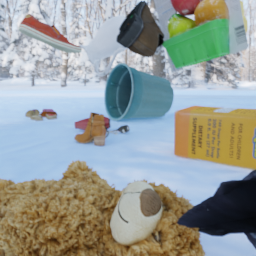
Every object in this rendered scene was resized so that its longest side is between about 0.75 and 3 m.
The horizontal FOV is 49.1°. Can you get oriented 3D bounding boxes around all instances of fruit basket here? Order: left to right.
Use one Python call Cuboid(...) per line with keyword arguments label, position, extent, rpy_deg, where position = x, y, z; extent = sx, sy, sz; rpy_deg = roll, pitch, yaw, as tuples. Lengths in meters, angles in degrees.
Cuboid(label="fruit basket", position=(1.851, -3.145, 7.600), extent=(1.304, 2.783, 2.578), rpy_deg=(-12, 2, -39))

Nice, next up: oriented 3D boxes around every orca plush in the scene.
Cuboid(label="orca plush", position=(1.654, 0.626, 1.644), extent=(2.899, 1.525, 1.031), rpy_deg=(24, 28, -49))

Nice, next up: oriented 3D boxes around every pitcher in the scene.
Cuboid(label="pitcher", position=(-0.731, -3.433, 11.830), extent=(2.312, 1.983, 1.401), rpy_deg=(-34, -23, 15))

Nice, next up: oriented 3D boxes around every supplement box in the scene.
Cuboid(label="supplement box", position=(2.254, 0.168, 4.813), extent=(2.840, 0.945, 0.977), rpy_deg=(5, 11, 33))

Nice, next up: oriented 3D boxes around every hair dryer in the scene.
Cuboid(label="hair dryer", position=(-0.876, -0.049, 7.705), extent=(1.597, 0.434, 1.216), rpy_deg=(6, 12, 39))

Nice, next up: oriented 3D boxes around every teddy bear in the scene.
Cuboid(label="teddy bear", position=(-0.539, 0.717, 2.182), extent=(2.194, 0.732, 1.590), rpy_deg=(5, 13, 31))

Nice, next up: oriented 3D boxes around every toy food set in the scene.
Cuboid(label="toy food set", position=(-3.399, -0.563, 11.176), extent=(1.223, 0.303, 1.923), rpy_deg=(-7, 11, -35))

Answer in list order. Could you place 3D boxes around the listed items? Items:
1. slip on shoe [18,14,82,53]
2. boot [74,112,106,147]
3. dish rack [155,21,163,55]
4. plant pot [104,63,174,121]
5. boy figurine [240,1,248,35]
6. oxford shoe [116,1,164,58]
Cuboid(label="slip on shoe", position=(-2.539, -3.134, 9.529), extent=(2.218, 0.679, 0.822), rpy_deg=(20, -4, -32))
Cuboid(label="boot", position=(-0.888, 0.006, 6.434), extent=(0.937, 0.727, 0.359), rpy_deg=(9, 13, 42))
Cuboid(label="dish rack", position=(1.045, -3.273, 10.106), extent=(0.230, 0.905, 1.055), rpy_deg=(-29, -12, -27))
Cuboid(label="plant pot", position=(0.470, -1.250, 10.653), extent=(2.060, 2.103, 2.103), rpy_deg=(3, 7, -31))
Cuboid(label="boy figurine", position=(3.280, -3.291, 8.861), extent=(1.183, 0.613, 1.902), rpy_deg=(37, 0, 6))
Cuboid(label="oxford shoe", position=(0.398, -2.631, 7.663), extent=(1.151, 0.991, 2.727), rpy_deg=(32, 37, -20))
